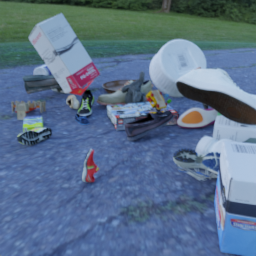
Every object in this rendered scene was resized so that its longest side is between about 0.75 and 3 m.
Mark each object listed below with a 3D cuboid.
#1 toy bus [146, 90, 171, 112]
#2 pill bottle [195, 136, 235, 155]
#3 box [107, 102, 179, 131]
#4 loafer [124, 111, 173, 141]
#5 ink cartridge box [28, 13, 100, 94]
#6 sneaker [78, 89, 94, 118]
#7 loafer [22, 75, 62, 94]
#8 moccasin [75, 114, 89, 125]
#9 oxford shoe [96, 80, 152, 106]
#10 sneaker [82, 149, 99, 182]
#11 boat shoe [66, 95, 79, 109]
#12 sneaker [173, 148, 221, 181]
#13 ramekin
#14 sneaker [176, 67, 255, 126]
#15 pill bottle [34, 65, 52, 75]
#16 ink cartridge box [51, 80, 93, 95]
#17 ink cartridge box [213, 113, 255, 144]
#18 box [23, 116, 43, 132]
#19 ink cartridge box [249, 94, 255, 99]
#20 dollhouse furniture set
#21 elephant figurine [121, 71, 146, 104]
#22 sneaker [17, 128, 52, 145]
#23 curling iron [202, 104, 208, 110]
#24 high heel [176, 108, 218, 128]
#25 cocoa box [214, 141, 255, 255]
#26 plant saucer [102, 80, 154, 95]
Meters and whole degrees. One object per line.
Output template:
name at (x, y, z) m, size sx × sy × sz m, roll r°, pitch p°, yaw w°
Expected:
toy bus at (1.034, -0.905, 10.132) m, size 0.888 × 0.486 × 0.941 m, roll 31°, pitch 51°, yaw -11°
pill bottle at (2.510, 0.766, 6.869) m, size 0.907 × 0.907 × 1.585 m, roll -19°, pitch 28°, yaw -39°
box at (0.515, -0.501, 10.627) m, size 2.387 × 0.476 × 1.634 m, roll -6°, pitch 22°, yaw -14°
loafer at (0.704, -0.215, 9.176) m, size 1.855 × 0.584 × 0.667 m, roll -28°, pitch 18°, yaw -23°
ink cartridge box at (-2.573, -2.864, 11.158) m, size 1.120 × 2.687 × 1.952 m, roll -39°, pitch 18°, yaw -23°
sneaker at (-1.760, -1.028, 11.344) m, size 0.567 × 0.655 × 1.582 m, roll -6°, pitch 38°, yaw 6°
loafer at (-3.591, -2.128, 13.628) m, size 2.917 × 0.918 × 1.048 m, roll -1°, pitch 17°, yaw 0°
moccasin at (-1.770, -0.329, 10.480) m, size 0.806 × 0.275 × 0.324 m, roll 20°, pitch 29°, yaw 40°
oxford shoe at (-0.147, -1.620, 12.673) m, size 2.813 × 1.038 × 0.996 m, roll -14°, pitch 25°, yaw -30°
sneaker at (-0.858, 0.895, 6.625) m, size 0.369 × 0.868 × 0.334 m, roll 10°, pitch 21°, yaw -2°
boat shoe at (-2.478, -1.147, 12.170) m, size 0.412 × 0.439 × 1.191 m, roll 1°, pitch 21°, yaw -29°
sneaker at (1.829, 0.930, 6.546) m, size 1.536 × 0.654 × 0.592 m, roll 13°, pitch 47°, yaw 27°
ramekin at (2.458, -2.938, 13.540) m, size 2.636 × 2.636 × 1.285 m, roll -5°, pitch -14°, yaw -12°
sneaker at (2.779, -1.124, 7.987) m, size 1.240 × 1.066 × 2.929 m, roll -39°, pitch 46°, yaw -15°
pill bottle at (-5.292, -3.533, 17.746) m, size 0.860 × 0.860 × 1.437 m, roll 2°, pitch 22°, yaw 6°
ink cartridge box at (-2.934, -2.495, 14.818) m, size 1.968 × 0.493 × 1.584 m, roll 11°, pitch 53°, yaw 29°
ink cartridge box at (3.719, 0.202, 8.179) m, size 2.292 × 0.964 × 1.673 m, roll 8°, pitch 24°, yaw 19°
box at (-3.392, -0.147, 10.009) m, size 0.649 × 0.254 × 1.064 m, roll -6°, pitch 26°, yaw -16°
ink cartridge box at (4.834, -1.206, 12.531) m, size 2.082 × 0.522 × 1.688 m, roll -12°, pitch 24°, yaw -41°
dollhouse furniture set at (-4.089, -0.726, 11.297) m, size 1.239 × 0.638 × 1.226 m, roll 1°, pitch 10°, yaw 2°
elephant figurine at (0.218, -1.523, 11.511) m, size 0.991 × 1.087 × 1.401 m, roll 2°, pitch -22°, yaw 10°
sneaker at (-3.013, 0.263, 8.843) m, size 0.531 × 0.459 × 1.175 m, roll 3°, pitch 10°, yaw 36°
curling iron at (2.981, -1.195, 10.787) m, size 0.531 × 2.141 × 0.274 m, roll -41°, pitch 55°, yaw -6°
high heel at (2.825, -0.354, 10.394) m, size 2.277 × 0.767 × 1.092 m, roll -22°, pitch -18°, yaw -7°
cocoa box at (2.747, 1.264, 4.849) m, size 2.245 × 1.473 × 1.497 m, roll 5°, pitch 22°, yaw 11°
plant saucer at (-0.016, -2.073, 14.672) m, size 2.690 × 0.431 × 2.690 m, roll 0°, pitch 22°, yaw 0°
